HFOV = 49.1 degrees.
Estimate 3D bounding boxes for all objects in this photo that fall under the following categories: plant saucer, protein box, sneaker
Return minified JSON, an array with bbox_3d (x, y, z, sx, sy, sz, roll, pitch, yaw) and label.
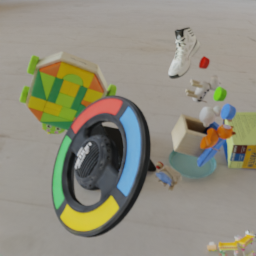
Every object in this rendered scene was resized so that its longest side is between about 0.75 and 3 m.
[{"bbox_3d":[2.196,1.197,9.644,1.610,0.221,1.610,1,35,0],"label":"plant saucer"},{"bbox_3d":[4.279,0.409,9.697,1.715,1.157,1.703,0,41,7],"label":"protein box"},{"bbox_3d":[1.258,-1.947,6.997,0.536,0.818,1.421,6,57,43],"label":"sneaker"}]

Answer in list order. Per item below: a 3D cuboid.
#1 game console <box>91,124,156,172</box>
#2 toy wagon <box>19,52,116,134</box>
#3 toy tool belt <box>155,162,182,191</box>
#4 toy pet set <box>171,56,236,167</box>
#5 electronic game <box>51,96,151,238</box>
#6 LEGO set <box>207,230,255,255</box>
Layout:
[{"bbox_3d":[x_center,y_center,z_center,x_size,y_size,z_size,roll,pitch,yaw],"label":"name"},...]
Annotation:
[{"bbox_3d":[-0.609,1.026,9.876,2.163,1.431,2.459,-37,40,1],"label":"game console"},{"bbox_3d":[-1.703,-0.640,7.454,2.188,2.820,0.558,18,41,-19],"label":"toy wagon"},{"bbox_3d":[0.877,1.163,6.743,0.772,0.482,0.474,29,68,37],"label":"toy tool belt"},{"bbox_3d":[2.095,-0.103,6.717,1.284,2.258,2.418,15,38,-11],"label":"toy pet set"},{"bbox_3d":[-0.691,0.695,5.758,0.606,2.912,2.912,25,17,-39],"label":"electronic game"},{"bbox_3d":[2.673,3.024,6.970,1.318,0.491,0.606,-14,2,-11],"label":"LEGO set"}]
